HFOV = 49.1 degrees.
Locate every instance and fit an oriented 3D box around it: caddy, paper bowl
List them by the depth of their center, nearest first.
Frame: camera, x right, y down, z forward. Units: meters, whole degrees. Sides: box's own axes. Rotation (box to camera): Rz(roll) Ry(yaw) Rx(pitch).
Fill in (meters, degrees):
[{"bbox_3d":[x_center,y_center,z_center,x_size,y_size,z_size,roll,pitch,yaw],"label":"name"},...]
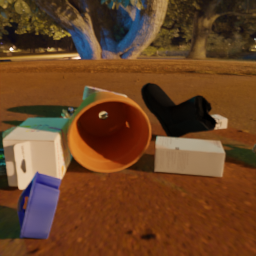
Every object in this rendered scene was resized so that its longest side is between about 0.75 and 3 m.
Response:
[{"bbox_3d":[-2.105,1.781,6.436,0.829,1.580,1.117,14,16,-15],"label":"caddy"},{"bbox_3d":[-1.346,-1.473,15.658,2.392,1.244,2.392,13,6,-1],"label":"paper bowl"}]

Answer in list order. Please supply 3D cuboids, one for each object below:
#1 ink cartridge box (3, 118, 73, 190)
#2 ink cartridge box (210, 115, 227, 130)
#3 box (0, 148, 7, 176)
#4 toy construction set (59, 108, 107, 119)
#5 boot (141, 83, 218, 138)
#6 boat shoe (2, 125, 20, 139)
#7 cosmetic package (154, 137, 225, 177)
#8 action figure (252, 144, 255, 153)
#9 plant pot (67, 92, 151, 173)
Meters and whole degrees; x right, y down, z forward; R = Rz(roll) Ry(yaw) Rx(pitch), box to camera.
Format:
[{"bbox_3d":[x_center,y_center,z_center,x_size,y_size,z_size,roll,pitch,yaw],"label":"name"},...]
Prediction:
[{"bbox_3d":[-2.847,0.782,9.115,1.551,1.592,2.477,0,20,0],"label":"ink cartridge box"},{"bbox_3d":[4.145,-0.276,13.861,1.193,0.501,0.868,-6,20,-16],"label":"ink cartridge box"},{"bbox_3d":[-4.669,1.185,9.761,1.722,0.409,1.663,-5,17,-13],"label":"box"},{"bbox_3d":[-2.234,-0.594,14.030,2.494,1.149,1.635,-7,34,-24],"label":"toy construction set"},{"bbox_3d":[2.040,-0.922,11.296,1.085,2.841,2.387,-36,7,-36],"label":"boot"},{"bbox_3d":[-4.225,0.206,11.981,0.733,0.877,2.453,18,20,42],"label":"boat shoe"},{"bbox_3d":[2.059,0.959,9.622,2.250,0.913,1.269,2,17,8],"label":"cosmetic package"},{"bbox_3d":[5.472,0.773,10.106,1.999,1.046,1.934,-9,12,-22],"label":"action figure"},{"bbox_3d":[-0.749,-0.074,9.604,2.664,2.664,1.865,-4,27,-12],"label":"plant pot"}]
